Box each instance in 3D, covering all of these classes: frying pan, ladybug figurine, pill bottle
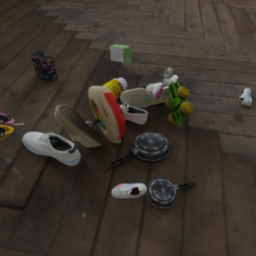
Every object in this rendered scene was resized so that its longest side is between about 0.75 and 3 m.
[{"bbox_3d":[1.366,2.011,8.654,1.608,0.262,0.973,3,51,-2],"label":"frying pan"},{"bbox_3d":[-0.709,-0.525,10.247,0.819,1.545,2.276,-24,89,-17],"label":"ladybug figurine"},{"bbox_3d":[0.374,0.676,10.078,2.368,0.385,1.433,-6,39,-7],"label":"frying pan"},{"bbox_3d":[-0.700,-1.627,12.247,0.787,0.787,1.441,29,50,28],"label":"pill bottle"}]

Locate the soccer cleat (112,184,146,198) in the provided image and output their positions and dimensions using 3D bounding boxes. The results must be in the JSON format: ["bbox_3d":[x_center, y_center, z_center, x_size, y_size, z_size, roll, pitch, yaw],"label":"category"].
[{"bbox_3d":[-0.040,1.822,8.036,1.142,0.399,0.493,-16,0,25],"label":"soccer cleat"}]

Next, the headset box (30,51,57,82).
[{"bbox_3d":[-4.004,-2.981,13.311,1.003,1.348,0.521,23,48,24],"label":"headset box"}]

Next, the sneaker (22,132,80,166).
[{"bbox_3d":[-2.724,0.521,9.856,2.381,0.843,0.870,17,45,18],"label":"sneaker"}]

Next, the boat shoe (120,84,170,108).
[{"bbox_3d":[0.795,-1.447,12.052,2.449,0.880,0.828,-9,32,-15],"label":"boat shoe"}]

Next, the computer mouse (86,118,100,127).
[{"bbox_3d":[-1.576,-0.065,10.665,1.118,0.245,0.613,-8,36,45],"label":"computer mouse"}]

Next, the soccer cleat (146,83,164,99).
[{"bbox_3d":[0.985,-1.434,10.741,0.625,1.447,0.506,24,84,2],"label":"soccer cleat"}]

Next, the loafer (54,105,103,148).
[{"bbox_3d":[-1.799,0.061,9.708,0.710,2.080,0.787,-33,28,26],"label":"loafer"}]

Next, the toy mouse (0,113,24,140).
[{"bbox_3d":[-5.094,-0.187,10.275,2.111,0.460,2.375,32,19,19],"label":"toy mouse"}]

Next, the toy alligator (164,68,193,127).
[{"bbox_3d":[2.046,-1.239,11.253,0.706,0.974,2.938,16,53,-28],"label":"toy alligator"}]

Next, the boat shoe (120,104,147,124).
[{"bbox_3d":[-0.074,-0.702,11.241,1.779,0.581,0.655,14,43,3],"label":"boat shoe"}]

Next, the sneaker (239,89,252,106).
[{"bbox_3d":[5.114,-1.382,12.294,0.470,0.407,1.086,4,42,12],"label":"sneaker"}]

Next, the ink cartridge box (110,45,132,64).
[{"bbox_3d":[-0.248,-3.685,13.965,1.437,0.746,0.426,20,35,38],"label":"ink cartridge box"}]

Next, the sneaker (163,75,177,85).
[{"bbox_3d":[1.964,-2.268,13.133,0.570,0.364,0.987,32,45,-8],"label":"sneaker"}]
